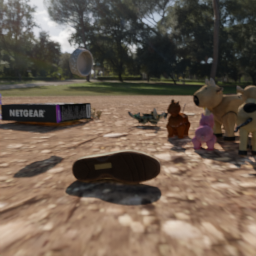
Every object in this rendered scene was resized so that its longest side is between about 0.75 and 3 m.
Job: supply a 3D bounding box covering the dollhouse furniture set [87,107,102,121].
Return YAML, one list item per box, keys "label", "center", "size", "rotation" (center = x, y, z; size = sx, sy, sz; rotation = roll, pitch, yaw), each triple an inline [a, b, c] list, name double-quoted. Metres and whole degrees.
- label: "dollhouse furniture set"
  center: [-1.830, -0.562, 12.047]
  size: [1.023, 0.666, 0.940]
  rotation: [25, 17, 17]

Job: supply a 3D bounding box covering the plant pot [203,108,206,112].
- label: "plant pot"
  center: [4.178, -1.081, 14.028]
  size: [0.963, 0.963, 0.906]
  rotation: [3, 23, 21]

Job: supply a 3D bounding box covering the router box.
- label: "router box"
  center: [-3.145, -0.616, 10.848]
  size: [2.756, 0.704, 2.055]
  rotation: [2, 7, 27]

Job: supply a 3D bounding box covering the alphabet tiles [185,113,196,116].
- label: "alphabet tiles"
  center: [2.837, -0.679, 13.945]
  size: [0.978, 0.073, 1.000]
  rotation: [-1, 8, -13]

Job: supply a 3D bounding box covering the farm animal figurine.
- label: "farm animal figurine"
  center: [2.477, -0.441, 6.955]
  size: [2.965, 1.563, 2.998]
  rotation: [-5, 10, -31]

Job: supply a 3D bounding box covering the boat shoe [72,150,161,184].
- label: "boat shoe"
  center: [-0.152, 0.536, 4.110]
  size: [1.271, 0.469, 0.470]
  rotation: [1, 2, 9]

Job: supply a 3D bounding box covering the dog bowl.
- label: "dog bowl"
  center: [-1.255, -1.779, 7.670]
  size: [0.235, 0.802, 0.802]
  rotation: [13, 13, 28]

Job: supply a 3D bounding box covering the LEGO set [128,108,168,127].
- label: "LEGO set"
  center: [0.738, -0.286, 10.166]
  size: [1.391, 0.607, 2.142]
  rotation: [4, -4, 11]
